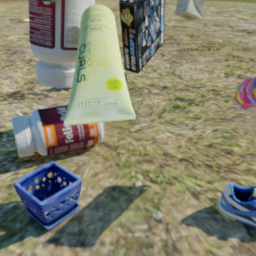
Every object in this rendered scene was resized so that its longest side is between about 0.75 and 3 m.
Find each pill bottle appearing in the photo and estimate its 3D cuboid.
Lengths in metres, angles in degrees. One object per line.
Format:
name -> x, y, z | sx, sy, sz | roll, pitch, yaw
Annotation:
pill bottle -> -1.938, 0.035, 7.739 | 2.255, 1.288, 1.288 | -12, 32, -21
pill bottle -> -1.550, -2.397, 6.545 | 1.470, 2.684, 1.470 | 6, 25, -3

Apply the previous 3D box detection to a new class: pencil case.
pencil case -> 2.675, -0.710, 5.790 | 0.700, 0.700, 1.584 | 7, 3, 11

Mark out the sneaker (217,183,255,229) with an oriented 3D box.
sneaker -> 2.714, 1.625, 5.611 | 1.751, 0.720, 0.647 | 14, 31, 20

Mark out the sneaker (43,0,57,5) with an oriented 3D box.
sneaker -> -1.332, -2.695, 5.260 | 0.874, 0.435, 0.304 | -23, 55, 12

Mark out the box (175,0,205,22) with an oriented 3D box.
box -> 1.648, -3.464, 7.066 | 0.559, 1.361, 0.465 | 8, 5, -33

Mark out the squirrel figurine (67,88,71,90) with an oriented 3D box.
squirrel figurine -> -2.340, -2.249, 12.092 | 0.694, 0.916, 0.981 | -6, 31, -10

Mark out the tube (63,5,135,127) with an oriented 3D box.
tube -> -0.523, -1.204, 5.118 | 0.745, 0.832, 2.869 | 30, 41, -36

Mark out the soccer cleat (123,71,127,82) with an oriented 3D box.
soccer cleat -> -0.642, -1.078, 7.684 | 0.620, 0.502, 1.436 | 33, 72, 30

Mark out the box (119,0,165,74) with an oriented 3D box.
box -> 0.466, -2.940, 8.046 | 0.509, 2.213, 1.759 | 23, 57, 21

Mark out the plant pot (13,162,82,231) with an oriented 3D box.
plant pot -> -1.599, 1.425, 5.771 | 0.998, 0.898, 0.998 | 24, 38, 35
